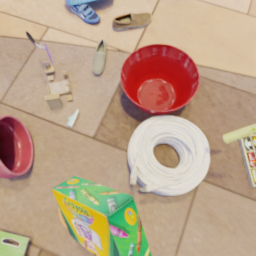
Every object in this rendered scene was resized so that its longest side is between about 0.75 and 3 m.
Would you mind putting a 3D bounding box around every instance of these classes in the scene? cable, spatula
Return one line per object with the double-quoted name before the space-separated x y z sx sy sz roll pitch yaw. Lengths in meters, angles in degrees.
"cable" 1.465 1.008 10.328 2.997 1.038 2.997 3 64 -6
"spatula" -3.235 -3.001 10.140 0.210 0.578 2.047 -36 60 -21

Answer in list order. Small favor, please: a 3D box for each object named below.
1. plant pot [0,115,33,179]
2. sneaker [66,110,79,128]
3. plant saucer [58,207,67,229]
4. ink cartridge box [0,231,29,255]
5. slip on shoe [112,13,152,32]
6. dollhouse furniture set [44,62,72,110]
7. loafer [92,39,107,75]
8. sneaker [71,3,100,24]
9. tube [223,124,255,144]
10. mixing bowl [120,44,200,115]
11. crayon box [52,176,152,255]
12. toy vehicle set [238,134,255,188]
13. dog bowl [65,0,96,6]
"plant pot" -4.889 0.813 10.047 1.986 2.219 2.219 -13 68 12
"sneaker" -2.266 -0.419 11.414 0.331 0.299 0.808 20 69 3
"plant saucer" -1.694 2.909 10.086 1.657 0.267 1.657 0 67 0
"ink cartridge box" -4.061 4.619 9.181 1.121 0.640 2.159 13 68 5
"slip on shoe" 0.196 -5.089 13.143 1.976 0.599 0.751 -13 69 -5
"dollhouse furniture set" -2.963 -1.864 11.706 0.991 0.846 1.911 -11 68 -5
"loafer" -1.269 -3.130 12.355 0.589 0.587 1.683 4 68 2
"sneaker" -2.079 -5.564 13.277 1.754 0.721 0.649 35 70 11
"tube" 3.396 0.144 8.244 0.346 1.194 0.310 -34 95 -53
"mixing bowl" 1.188 -1.644 11.199 2.985 1.617 2.985 0 67 0
"crayon box" -0.790 2.379 7.250 0.834 2.863 1.700 -27 108 -34
"toy vehicle set" 5.115 1.222 10.765 1.255 0.268 2.019 -5 68 -2
"dog bowl" -1.852 -6.376 13.337 2.543 0.630 1.417 -15 29 -7
